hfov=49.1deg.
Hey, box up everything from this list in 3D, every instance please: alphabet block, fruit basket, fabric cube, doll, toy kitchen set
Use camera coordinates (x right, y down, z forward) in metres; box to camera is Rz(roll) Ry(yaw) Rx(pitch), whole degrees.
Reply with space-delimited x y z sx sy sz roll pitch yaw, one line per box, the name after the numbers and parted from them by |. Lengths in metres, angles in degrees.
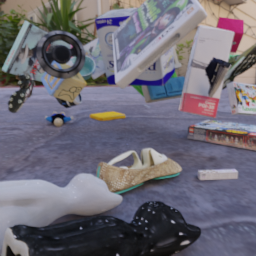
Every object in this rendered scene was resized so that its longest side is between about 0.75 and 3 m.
-1.725 -1.240 7.502 0.767 0.749 0.753 17 34 -54 | alphabet block
0.590 -2.541 11.654 1.889 2.619 2.619 -34 19 -7 | fruit basket
3.877 -3.618 10.907 0.938 0.924 0.941 12 54 6 | fabric cube
-3.464 -0.464 14.110 1.388 0.493 2.034 1 11 -11 | doll
1.326 -2.402 9.287 1.530 2.597 2.081 -12 -6 -21 | toy kitchen set

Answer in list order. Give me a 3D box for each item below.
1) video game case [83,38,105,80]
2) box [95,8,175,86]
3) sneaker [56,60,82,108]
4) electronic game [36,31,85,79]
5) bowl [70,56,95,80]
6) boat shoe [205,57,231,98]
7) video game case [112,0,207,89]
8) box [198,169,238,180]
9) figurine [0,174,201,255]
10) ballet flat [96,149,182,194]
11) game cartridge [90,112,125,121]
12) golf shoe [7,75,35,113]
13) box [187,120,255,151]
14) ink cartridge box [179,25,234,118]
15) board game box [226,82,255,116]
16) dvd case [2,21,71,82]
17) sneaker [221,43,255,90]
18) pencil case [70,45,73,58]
-1.556 -3.501 14.043 1.487 1.632 0.180 -35 12 -17 | video game case
0.248 -2.265 7.900 1.809 1.967 1.032 6 36 26 | box
-2.268 -1.518 9.823 0.938 1.677 0.613 -16 -6 25 | sneaker
-1.522 -1.670 6.404 1.103 1.103 0.230 -5 -1 -22 | electronic game
-1.913 -2.388 11.561 1.119 1.119 0.585 -2 -31 -9 | bowl
2.106 -1.257 6.956 0.498 1.074 0.401 31 48 14 | boat shoe
0.456 -2.108 5.860 0.263 2.050 2.255 36 31 -31 | video game case
2.249 1.177 7.044 0.979 0.203 0.189 -2 12 -5 | box
-0.744 1.415 4.177 2.735 1.206 2.803 -1 8 -45 | figurine
0.336 0.914 6.605 2.515 0.821 0.887 -8 1 -41 | ballet flat
-1.161 -0.642 15.657 1.552 0.252 1.368 -11 16 -33 | game cartridge
-2.807 -0.869 7.531 0.439 1.137 0.501 14 -17 17 | golf shoe
3.916 0.216 10.738 2.701 0.539 1.849 10 16 41 | box
2.221 -1.550 8.238 0.976 2.358 1.728 12 6 7 | ink cartridge box
3.315 -0.780 7.786 1.365 0.861 0.236 0 -12 -34 | board game box
-3.392 -2.734 10.760 0.289 1.920 2.629 34 10 19 | dvd case
3.893 -2.496 10.793 0.986 1.137 2.565 -9 -23 -34 | sneaker
-2.543 -3.006 12.528 0.596 1.440 0.623 10 -26 -18 | pencil case
